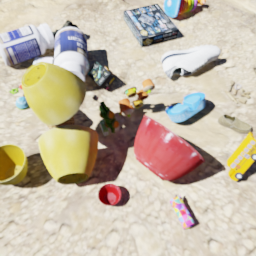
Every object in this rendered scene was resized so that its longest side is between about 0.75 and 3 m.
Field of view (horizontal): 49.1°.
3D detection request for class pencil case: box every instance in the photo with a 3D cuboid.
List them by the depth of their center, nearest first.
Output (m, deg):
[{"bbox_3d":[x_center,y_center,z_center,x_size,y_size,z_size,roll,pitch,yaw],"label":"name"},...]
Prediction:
[{"bbox_3d":[1.774,2.760,9.209,0.481,0.481,1.089,-17,59,-12],"label":"pencil case"}]

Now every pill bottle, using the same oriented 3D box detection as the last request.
[{"bbox_3d":[-2.534,-3.104,12.555,1.512,1.512,2.722,-6,55,-4],"label":"pill bottle"},{"bbox_3d":[-4.880,-4.028,13.386,2.520,1.458,1.458,-25,58,-17],"label":"pill bottle"}]

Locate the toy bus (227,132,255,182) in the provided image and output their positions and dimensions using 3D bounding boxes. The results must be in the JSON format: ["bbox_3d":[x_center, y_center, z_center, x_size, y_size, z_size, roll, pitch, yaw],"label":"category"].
[{"bbox_3d":[3.973,1.026,9.660,0.658,1.681,0.547,32,27,6],"label":"toy bus"}]

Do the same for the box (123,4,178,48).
[{"bbox_3d":[1.161,-5.539,14.971,2.086,0.604,2.625,-18,57,-13],"label":"box"}]

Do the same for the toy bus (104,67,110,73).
[{"bbox_3d":[-1.052,-2.572,13.079,0.329,0.273,0.839,-27,59,-17],"label":"toy bus"}]

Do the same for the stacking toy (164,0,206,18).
[{"bbox_3d":[3.346,-7.087,15.818,2.476,1.359,1.437,-13,44,-22],"label":"stacking toy"}]

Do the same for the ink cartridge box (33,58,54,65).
[{"bbox_3d":[-4.080,-2.899,13.329,0.901,0.316,1.109,2,51,1],"label":"ink cartridge box"}]

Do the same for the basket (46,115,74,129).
[{"bbox_3d":[-2.859,-0.780,11.036,1.174,1.225,1.644,-27,48,-27],"label":"basket"}]

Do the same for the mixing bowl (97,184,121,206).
[{"bbox_3d":[-0.636,2.338,9.522,0.780,0.422,0.780,0,55,-1],"label":"mixing bowl"}]

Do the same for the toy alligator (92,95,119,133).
[{"bbox_3d":[-0.746,-0.543,9.969,0.543,1.638,0.394,4,39,41],"label":"toy alligator"}]

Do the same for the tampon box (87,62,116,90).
[{"bbox_3d":[-1.178,-2.287,12.436,0.728,0.613,0.972,-50,63,6],"label":"tampon box"}]

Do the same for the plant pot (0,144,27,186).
[{"bbox_3d":[-4.137,1.435,9.770,1.444,1.025,1.444,-1,56,2],"label":"plant pot"}]

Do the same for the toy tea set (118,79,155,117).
[{"bbox_3d":[0.359,-1.060,10.908,1.223,2.056,0.761,-12,70,-21],"label":"toy tea set"}]

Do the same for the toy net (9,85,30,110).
[{"bbox_3d":[-4.031,-1.578,12.295,2.042,0.394,1.071,-26,64,-22],"label":"toy net"}]

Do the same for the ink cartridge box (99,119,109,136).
[{"bbox_3d":[-0.989,-0.083,11.230,0.226,0.396,0.764,-17,53,-9],"label":"ink cartridge box"}]

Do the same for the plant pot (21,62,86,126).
[{"bbox_3d":[-2.418,-1.204,8.513,1.873,1.330,1.873,-15,54,22],"label":"plant pot"}]

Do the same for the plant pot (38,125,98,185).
[{"bbox_3d":[-1.935,1.055,9.497,2.075,2.075,1.473,-10,61,-7],"label":"plant pot"}]

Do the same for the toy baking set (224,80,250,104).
[{"bbox_3d":[4.825,-1.570,12.473,0.992,0.150,1.292,-26,59,-20],"label":"toy baking set"}]

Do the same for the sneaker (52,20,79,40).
[{"bbox_3d":[-3.371,-4.960,14.300,1.885,1.080,0.721,1,53,3],"label":"sneaker"}]

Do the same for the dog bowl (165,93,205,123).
[{"bbox_3d":[2.394,-0.825,11.471,1.834,0.455,1.022,-32,27,-18],"label":"dog bowl"}]

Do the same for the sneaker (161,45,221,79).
[{"bbox_3d":[2.998,-3.026,13.072,2.864,1.094,1.153,-14,67,-4],"label":"sneaker"}]

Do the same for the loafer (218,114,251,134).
[{"bbox_3d":[4.307,-0.169,11.273,1.344,0.453,0.511,17,57,12],"label":"loafer"}]

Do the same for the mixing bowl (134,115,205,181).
[{"bbox_3d":[1.152,0.893,9.598,2.579,2.579,1.397,37,89,23],"label":"mixing bowl"}]
